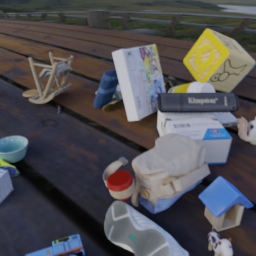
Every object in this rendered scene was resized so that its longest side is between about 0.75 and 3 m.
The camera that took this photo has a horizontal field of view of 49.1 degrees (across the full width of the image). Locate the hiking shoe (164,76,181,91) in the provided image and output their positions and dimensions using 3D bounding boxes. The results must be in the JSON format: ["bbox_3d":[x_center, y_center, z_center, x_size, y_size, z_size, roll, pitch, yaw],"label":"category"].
[{"bbox_3d":[2.422,-2.035,14.394,1.326,0.668,0.502,45,6,1],"label":"hiking shoe"}]

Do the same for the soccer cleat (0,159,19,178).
[{"bbox_3d":[-3.853,1.296,8.928,1.091,0.353,0.456,22,6,41],"label":"soccer cleat"}]

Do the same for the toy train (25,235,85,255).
[{"bbox_3d":[-1.622,2.874,5.647,1.742,0.755,0.995,-12,23,-17],"label":"toy train"}]

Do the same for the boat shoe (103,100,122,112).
[{"bbox_3d":[-0.761,-0.989,12.929,0.991,0.367,0.329,-24,14,-24],"label":"boat shoe"}]

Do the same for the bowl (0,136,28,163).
[{"bbox_3d":[-3.922,0.785,9.494,1.079,0.564,1.079,-1,29,0],"label":"bowl"}]

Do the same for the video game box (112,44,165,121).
[{"bbox_3d":[0.610,-1.987,11.893,0.663,2.831,2.580,-4,15,40],"label":"video game box"}]

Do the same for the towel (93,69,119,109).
[{"bbox_3d":[-0.936,-1.724,12.684,0.460,1.894,1.058,41,41,19],"label":"towel"}]

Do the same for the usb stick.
[{"bbox_3d":[2.467,-0.902,9.978,2.897,0.472,0.803,0,64,-2],"label":"usb stick"}]

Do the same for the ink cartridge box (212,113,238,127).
[{"bbox_3d":[4.073,-0.401,11.927,0.805,0.238,1.005,-7,32,-11],"label":"ink cartridge box"}]

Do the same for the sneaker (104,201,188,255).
[{"bbox_3d":[0.296,2.463,6.338,1.004,0.881,2.505,33,-8,-33],"label":"sneaker"}]

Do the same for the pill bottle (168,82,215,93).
[{"bbox_3d":[2.653,-1.328,11.896,1.118,1.118,1.989,-18,7,-29],"label":"pill bottle"}]

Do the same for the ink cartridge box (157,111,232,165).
[{"bbox_3d":[2.215,0.148,10.068,1.898,1.096,2.600,-2,29,-4],"label":"ink cartridge box"}]

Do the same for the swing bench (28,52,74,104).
[{"bbox_3d":[-3.642,-2.366,13.444,1.372,2.114,2.103,11,24,7],"label":"swing bench"}]

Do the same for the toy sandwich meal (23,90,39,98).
[{"bbox_3d":[-4.829,-1.657,14.154,0.945,0.324,0.945,-3,29,2],"label":"toy sandwich meal"}]

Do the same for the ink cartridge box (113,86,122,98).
[{"bbox_3d":[-0.475,-1.874,14.440,0.653,0.383,0.891,-1,30,1],"label":"ink cartridge box"}]

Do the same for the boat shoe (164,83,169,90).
[{"bbox_3d":[1.938,-2.230,15.023,0.417,0.426,1.204,14,27,38],"label":"boat shoe"}]

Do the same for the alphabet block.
[{"bbox_3d":[4.488,-3.272,13.963,2.172,2.122,2.133,7,43,-35],"label":"alphabet block"}]

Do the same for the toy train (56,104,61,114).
[{"bbox_3d":[-3.198,-0.857,12.864,0.214,0.160,0.935,10,26,-16],"label":"toy train"}]

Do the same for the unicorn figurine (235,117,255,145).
[{"bbox_3d":[5.377,0.284,10.169,2.706,0.999,1.859,-4,36,22],"label":"unicorn figurine"}]

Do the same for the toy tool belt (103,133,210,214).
[{"bbox_3d":[0.848,1.463,7.359,2.782,1.709,1.737,-26,32,-22],"label":"toy tool belt"}]

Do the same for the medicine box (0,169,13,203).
[{"bbox_3d":[-3.662,1.647,7.780,0.411,0.728,0.799,7,30,13],"label":"medicine box"}]

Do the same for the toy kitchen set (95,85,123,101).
[{"bbox_3d":[-0.927,-1.629,14.030,0.682,0.928,1.158,-26,2,-39],"label":"toy kitchen set"}]

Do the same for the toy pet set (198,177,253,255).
[{"bbox_3d":[2.768,2.133,6.496,2.145,1.139,2.003,-9,31,-17],"label":"toy pet set"}]
